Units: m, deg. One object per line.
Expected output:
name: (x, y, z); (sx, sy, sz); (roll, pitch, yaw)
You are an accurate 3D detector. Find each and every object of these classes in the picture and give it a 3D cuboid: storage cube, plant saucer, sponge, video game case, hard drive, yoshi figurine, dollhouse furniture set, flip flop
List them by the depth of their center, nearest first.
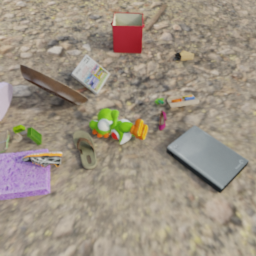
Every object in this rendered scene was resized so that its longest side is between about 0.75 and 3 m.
sponge: (-4.086, 1.579, 9.277); (2.912, 0.434, 1.625); (-6, 49, -7)
hard drive: (2.761, 1.022, 9.869); (1.633, 0.385, 2.339); (-34, 56, -28)
flip flop: (-1.557, 0.717, 10.058); (0.703, 0.499, 1.735); (-16, 52, -9)
dollhouse furniture set: (-4.175, 0.507, 10.441); (1.761, 0.680, 0.880); (-19, 54, 8)
yoshi figurine: (-0.397, -0.225, 10.534); (2.199, 1.236, 1.231); (8, 26, 22)
plant saucer: (-2.958, -1.590, 11.069); (2.900, 2.900, 0.465); (24, 86, 21)
video game case: (-1.671, -2.422, 12.698); (1.407, 0.170, 1.545); (37, 47, -16)
storage cube: (-0.014, -4.971, 14.677); (1.741, 1.565, 1.488); (2, 47, 3)

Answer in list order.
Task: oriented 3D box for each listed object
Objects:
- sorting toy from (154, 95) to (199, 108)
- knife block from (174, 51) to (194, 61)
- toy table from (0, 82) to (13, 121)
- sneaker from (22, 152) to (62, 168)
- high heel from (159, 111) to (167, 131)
sorting toy: (1.961, -1.129, 11.586); (1.718, 0.253, 1.270); (-8, 17, 4)
knife block: (2.799, -3.599, 14.268); (0.887, 0.284, 0.778); (27, 53, 22)
toy table: (-5.597, -1.031, 10.698); (1.448, 2.273, 2.472); (16, 24, -6)
sneaker: (-2.809, 1.056, 9.143); (1.293, 0.499, 0.506); (-3, 3, 0)
high heel: (1.302, -0.279, 11.029); (0.300, 0.427, 0.889); (-17, 31, 30)
